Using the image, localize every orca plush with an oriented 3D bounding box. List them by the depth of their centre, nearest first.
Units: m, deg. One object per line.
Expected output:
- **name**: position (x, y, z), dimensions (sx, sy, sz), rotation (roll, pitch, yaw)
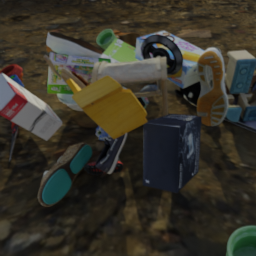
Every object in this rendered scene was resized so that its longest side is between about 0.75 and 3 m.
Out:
- **orca plush**: position (2.813, -2.071, 11.781), dimensions (1.517, 1.025, 2.883), rotation (8, 39, 11)

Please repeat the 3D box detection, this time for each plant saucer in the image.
- **plant saucer**: position (4.564, -1.698, 10.901), dimensions (2.364, 0.407, 2.364), rotation (-18, 0, 0)

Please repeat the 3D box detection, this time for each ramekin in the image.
- **ramekin**: position (2.698, 2.827, 5.765), dimensions (1.412, 0.689, 1.412), rotation (0, 38, 0)
- **ramekin**: position (-1.154, -4.820, 15.381), dimensions (1.068, 0.522, 1.068), rotation (-12, 62, 24)

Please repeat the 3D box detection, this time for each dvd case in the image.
- **dvd case**: position (5.161, -0.380, 10.262), dimensions (2.909, 0.232, 2.163), rotation (28, 46, 31)

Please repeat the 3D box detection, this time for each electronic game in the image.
- **electronic game**: position (1.055, -2.277, 8.883), dimensions (1.475, 1.475, 0.307), rotation (22, 57, 26)

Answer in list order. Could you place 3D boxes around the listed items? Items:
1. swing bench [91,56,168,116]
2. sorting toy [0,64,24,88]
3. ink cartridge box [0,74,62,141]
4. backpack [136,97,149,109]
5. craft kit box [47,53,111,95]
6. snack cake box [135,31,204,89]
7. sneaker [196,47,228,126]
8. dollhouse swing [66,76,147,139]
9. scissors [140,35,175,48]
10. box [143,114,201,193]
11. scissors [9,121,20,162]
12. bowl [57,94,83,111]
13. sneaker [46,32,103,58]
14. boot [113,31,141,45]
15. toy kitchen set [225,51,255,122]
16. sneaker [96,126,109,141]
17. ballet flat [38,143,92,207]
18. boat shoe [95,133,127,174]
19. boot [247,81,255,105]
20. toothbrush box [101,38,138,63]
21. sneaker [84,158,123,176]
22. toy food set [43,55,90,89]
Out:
- **swing bench**: position (0.161, -1.285, 8.441), dimensions (2.025, 2.036, 1.321), rotation (-2, 59, 8)
- **sorting toy**: position (-4.901, -1.650, 11.535), dimensions (1.364, 0.932, 2.271), rotation (-2, 47, 22)
- **ink cartridge box**: position (-3.251, -0.608, 8.851), dimensions (0.827, 1.994, 1.464), rotation (-48, 50, 0)
- **backpack**: position (0.135, -0.912, 10.163), dimensions (0.867, 1.152, 1.022), rotation (-22, 72, -30)
- **craft kit box**: position (-1.771, -1.785, 9.757), dimensions (1.963, 1.988, 0.482), rotation (4, 67, -16)
- **snack cake box**: position (1.622, -2.547, 10.123), dimensions (1.462, 0.854, 2.542), rotation (-27, 50, -30)
- **sneaker**: position (2.817, -1.330, 9.146), dimensions (0.995, 2.630, 1.153), rotation (7, 35, 22)
- **dollhouse swing**: position (-0.441, -0.609, 5.685), dimensions (1.175, 1.293, 1.137), rotation (-28, 52, 12)
- **scissors**: position (0.996, -3.052, 9.589), dimensions (1.234, 0.086, 0.452), rotation (25, 83, 28)
- **box**: position (1.157, 0.563, 7.191), dimensions (0.967, 1.619, 1.646), rotation (7, 14, 31)
- **scissors**: position (-3.928, 0.062, 9.678), dimensions (1.045, 0.199, 2.858), rotation (-21, 48, 28)
- **bowl**: position (-1.549, -1.346, 10.687), dimensions (2.118, 0.952, 2.118), rotation (-11, 49, 13)
- **sneaker**: position (-1.804, -2.545, 9.393), dimensions (1.864, 0.789, 0.679), rotation (18, 31, -8)
- **boot**: position (-0.301, -5.324, 16.380), dimensions (1.815, 0.696, 1.409), rotation (-19, 37, -12)
- **toy kitchen set**: position (4.753, -1.199, 9.180), dimensions (2.981, 2.388, 1.756), rotation (-4, 40, -4)
- **sneaker**: position (-0.804, 0.019, 8.679), dimensions (0.441, 0.433, 1.145), rotation (-5, 29, -19)
- **ballet flat**: position (-1.867, 1.267, 7.857), dimensions (0.768, 0.829, 2.352), rotation (-4, 28, 31)
- **boat shoe**: position (-0.425, 0.408, 7.341), dimensions (0.484, 0.560, 1.543), rotation (23, 76, -18)
- **boot**: position (4.071, -1.159, 9.088), dimensions (0.397, 0.820, 0.306), rotation (30, 25, -9)
- **toothbrush box**: position (-0.299, -2.755, 12.271), dimensions (1.669, 0.987, 2.293), rotation (27, 40, -2)
- **sneaker**: position (-0.731, 1.078, 8.258), dimensions (1.131, 0.400, 0.552), rotation (-5, 37, -8)
- **toy food set**: position (-1.175, -1.098, 7.735), dimensions (2.470, 1.705, 0.496), rotation (43, 82, 2)
